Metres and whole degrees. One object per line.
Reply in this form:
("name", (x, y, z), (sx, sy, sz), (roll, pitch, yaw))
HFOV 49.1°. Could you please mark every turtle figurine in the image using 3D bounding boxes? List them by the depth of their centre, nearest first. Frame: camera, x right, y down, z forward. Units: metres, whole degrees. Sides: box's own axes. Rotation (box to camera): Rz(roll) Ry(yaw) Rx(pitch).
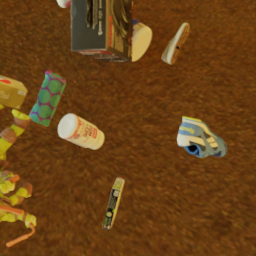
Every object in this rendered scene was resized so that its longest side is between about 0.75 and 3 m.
("turtle figurine", (-2.786, 0.590, 5.825), (2.567, 0.827, 2.070), (19, 79, 21))
("turtle figurine", (-2.837, 1.688, 6.011), (1.986, 0.640, 1.602), (1, 23, 2))

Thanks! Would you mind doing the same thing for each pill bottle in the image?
("pill bottle", (-0.933, 0.107, 5.715), (0.509, 0.898, 0.509), (-16, 61, 31))
("pill bottle", (-0.445, -3.858, 11.078), (2.503, 1.448, 1.448), (37, 72, 14))

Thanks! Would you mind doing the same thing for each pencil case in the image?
("pencil case", (-2.060, -0.725, 7.103), (0.619, 0.570, 1.340), (34, 103, 36))

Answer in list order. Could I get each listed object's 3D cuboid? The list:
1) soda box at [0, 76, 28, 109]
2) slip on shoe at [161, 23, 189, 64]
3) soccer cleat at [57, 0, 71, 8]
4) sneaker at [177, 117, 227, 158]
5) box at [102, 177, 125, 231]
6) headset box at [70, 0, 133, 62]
("soda box", (-3.200, -0.952, 6.322), (0.555, 1.637, 0.524), (44, 109, 43))
("slip on shoe", (1.262, -2.282, 7.522), (0.342, 0.429, 1.127), (31, 106, 33))
("soccer cleat", (-2.218, -4.657, 9.241), (0.879, 2.037, 0.712), (-36, 94, -27))
("sneaker", (1.819, 0.409, 7.006), (0.689, 1.863, 0.766), (10, 72, 50))
("box", (-0.365, 1.924, 7.155), (0.207, 0.655, 1.191), (16, 108, 5))
("headset box", (-0.735, -3.242, 8.503), (1.115, 2.887, 2.149), (3, 96, 15))
